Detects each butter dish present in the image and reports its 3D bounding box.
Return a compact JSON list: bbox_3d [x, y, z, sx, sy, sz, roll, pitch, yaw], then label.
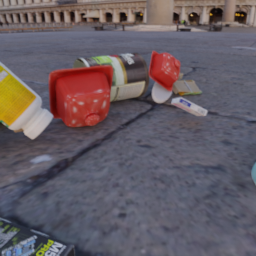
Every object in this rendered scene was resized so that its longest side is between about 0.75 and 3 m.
[{"bbox_3d":[1.573,-2.318,10.823,1.340,1.344,0.993,28,-31,-31],"label":"butter dish"},{"bbox_3d":[-1.288,-0.706,8.578,2.015,2.021,1.494,-11,53,-21],"label":"butter dish"}]

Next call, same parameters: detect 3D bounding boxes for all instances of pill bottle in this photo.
[{"bbox_3d":[-2.877,-0.644,6.924,1.104,1.957,1.104,-38,23,19],"label":"pill bottle"}]

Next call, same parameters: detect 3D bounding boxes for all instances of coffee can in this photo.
[{"bbox_3d":[-0.689,-1.914,10.973,2.477,1.813,1.813,-14,27,-29],"label":"coffee can"}]

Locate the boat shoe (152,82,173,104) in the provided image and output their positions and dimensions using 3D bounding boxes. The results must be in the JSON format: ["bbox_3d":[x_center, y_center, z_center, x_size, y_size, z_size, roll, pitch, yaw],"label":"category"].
[{"bbox_3d":[1.389,-1.668,11.765,0.780,0.768,2.201,23,48,-6],"label":"boat shoe"}]

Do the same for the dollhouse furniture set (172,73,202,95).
[{"bbox_3d":[2.277,-1.953,12.920,1.196,0.924,2.394,0,41,-18],"label":"dollhouse furniture set"}]

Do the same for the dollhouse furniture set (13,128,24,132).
[{"bbox_3d":[-3.954,-0.017,8.179,1.565,1.199,2.390,-13,-3,-43],"label":"dollhouse furniture set"}]

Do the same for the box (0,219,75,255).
[{"bbox_3d":[-2.044,2.092,3.262,1.894,0.523,2.365,10,25,21],"label":"box"}]

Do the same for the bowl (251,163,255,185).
[{"bbox_3d":[4.028,0.623,5.605,2.661,1.392,2.661,1,23,0],"label":"bowl"}]

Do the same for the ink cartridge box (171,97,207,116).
[{"bbox_3d":[1.901,-0.659,8.987,0.975,0.215,0.993,25,-3,-8],"label":"ink cartridge box"}]
